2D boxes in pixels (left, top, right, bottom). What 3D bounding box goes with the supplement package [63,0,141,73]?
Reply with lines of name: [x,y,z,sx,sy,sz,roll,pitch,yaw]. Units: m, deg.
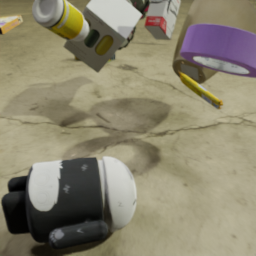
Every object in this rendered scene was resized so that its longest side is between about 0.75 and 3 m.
supplement package: [-1.034,-3.770,10.881,1.772,2.335,1.759,36,53,-15]

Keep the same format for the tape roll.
tape roll: [2.562,-1.996,7.432,2.253,0.739,2.253,16,8,-2]

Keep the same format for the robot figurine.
robot figurine: [-1.225,1.596,6.286,2.824,1.762,2.122,-5,63,-9]

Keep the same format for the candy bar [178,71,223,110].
candy bar: [1.429,-0.756,5.642,0.133,0.300,1.203,-40,58,-9]

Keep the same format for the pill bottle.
pill bottle: [-1.796,-3.005,7.808,0.907,0.907,1.614,16,3,23]

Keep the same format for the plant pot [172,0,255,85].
plant pot: [2.689,-2.869,9.617,2.472,2.472,2.639,24,70,32]

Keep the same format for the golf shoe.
golf shoe: [-0.155,-4.756,12.412,1.275,2.895,1.117,3,52,-34]

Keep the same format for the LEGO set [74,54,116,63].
LEGO set: [-1.941,-4.694,16.212,2.003,1.509,2.605,-28,42,-36]

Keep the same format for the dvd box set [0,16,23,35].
dvd box set: [-4.264,-3.259,8.977,1.206,0.242,1.649,-4,33,5]

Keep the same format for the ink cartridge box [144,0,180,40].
ink cartridge box: [1.173,-3.860,9.392,0.618,1.476,1.065,12,-3,28]
